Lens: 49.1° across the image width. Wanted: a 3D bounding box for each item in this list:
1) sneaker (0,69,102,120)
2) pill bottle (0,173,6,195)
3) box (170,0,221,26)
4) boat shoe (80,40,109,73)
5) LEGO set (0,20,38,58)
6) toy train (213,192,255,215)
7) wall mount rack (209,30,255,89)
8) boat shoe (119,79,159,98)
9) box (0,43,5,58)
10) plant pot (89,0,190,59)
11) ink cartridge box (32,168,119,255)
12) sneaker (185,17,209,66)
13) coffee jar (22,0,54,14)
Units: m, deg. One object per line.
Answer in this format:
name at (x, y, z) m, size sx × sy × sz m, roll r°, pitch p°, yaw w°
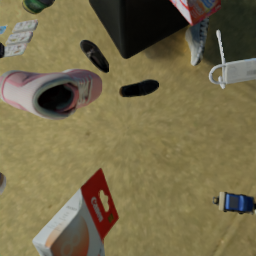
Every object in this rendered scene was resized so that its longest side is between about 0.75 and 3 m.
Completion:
sneaker at (-1.279, -0.742, 6.236) m, size 1.416 × 2.709 × 1.020 m, roll 21°, pitch 109°, yaw 36°
pill bottle at (-3.374, 0.907, 5.684) m, size 0.883 × 0.883 × 1.592 m, roll -41°, pitch 124°, yaw -6°
box at (1.299, -3.134, 6.179) m, size 0.748 × 0.781 × 1.567 m, roll -30°, pitch 57°, yaw 7°
boat shoe at (-0.835, -1.864, 7.356) m, size 0.369 × 1.103 × 0.314 m, roll -34°, pitch 47°, yaw 12°
LEGO set at (-3.145, -1.957, 6.805) m, size 1.879 × 0.461 × 1.403 m, roll -6°, pitch 51°, yaw 11°
toy train at (2.645, 1.469, 5.106) m, size 2.204 × 0.505 × 0.376 m, roll 8°, pitch 80°, yaw -4°
wall mount rack at (1.930, -1.194, 4.810) m, size 1.127 × 0.420 × 0.979 m, roll -8°, pitch 124°, yaw 8°
boat shoe at (0.313, -1.009, 7.291) m, size 1.093 × 0.340 × 0.408 m, roll -12°, pitch 107°, yaw -12°
box at (-3.479, -1.489, 5.154) m, size 1.849 × 1.322 × 0.334 m, roll -15°, pitch 65°, yaw 13°
plant pot at (0.254, -4.083, 8.109) m, size 2.599 × 2.306 × 2.593 m, roll -30°, pitch 77°, yaw 0°
ink cartridge box at (-0.737, 2.038, 5.520) m, size 0.501 × 1.620 × 1.997 m, roll 7°, pitch 36°, yaw 35°
sneaker at (2.151, -2.787, 8.995) m, size 0.683 × 0.633 × 1.685 m, roll 9°, pitch 78°, yaw 13°
coffee jar at (-1.934, -2.809, 6.048) m, size 0.433 × 1.014 × 0.529 m, roll 23°, pitch 83°, yaw -35°
